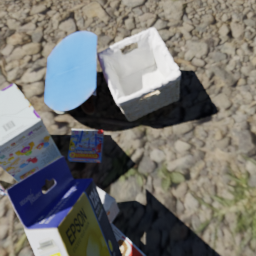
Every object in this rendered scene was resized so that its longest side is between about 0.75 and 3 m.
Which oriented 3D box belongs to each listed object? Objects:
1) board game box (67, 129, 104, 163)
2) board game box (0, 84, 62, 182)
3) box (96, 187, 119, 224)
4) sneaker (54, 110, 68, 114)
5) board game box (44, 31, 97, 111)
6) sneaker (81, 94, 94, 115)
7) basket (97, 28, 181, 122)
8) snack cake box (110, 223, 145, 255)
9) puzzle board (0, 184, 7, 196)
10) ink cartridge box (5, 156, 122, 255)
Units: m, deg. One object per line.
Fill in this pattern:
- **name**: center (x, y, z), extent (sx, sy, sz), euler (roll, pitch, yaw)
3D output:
- **board game box**: center (-1.408, 0.603, 9.431), extent (1.093, 0.305, 1.070), euler (2, 64, 1)
- **board game box**: center (-3.090, 0.397, 8.080), extent (1.505, 2.870, 1.478), euler (-35, 66, -18)
- **box**: center (-0.915, 2.445, 7.572), extent (0.691, 0.989, 1.299), euler (26, 62, 22)
- **sneaker**: center (-2.143, -1.750, 10.256), extent (0.883, 1.055, 2.384), euler (10, 62, 9)
- **board game box**: center (-1.775, -1.795, 9.314), extent (2.189, 0.539, 2.770), euler (-12, 69, 30)
- **sneaker**: center (-1.443, -1.022, 9.825), extent (0.432, 0.463, 1.226), euler (-6, 52, -19)
- **basket**: center (0.446, -1.718, 9.589), extent (2.200, 1.786, 2.220), euler (-24, 64, 4)
- **snack cake box**: center (-0.297, 3.452, 7.872), extent (1.482, 0.498, 0.852), euler (39, 68, 18)
- **puzzle board**: center (-4.306, 1.718, 8.518), extent (1.253, 0.944, 0.109), euler (17, 56, 8)
- **ink cartridge box**: center (-0.923, 1.980, 5.397), extent (0.652, 2.742, 2.775), euler (-19, 94, 6)
